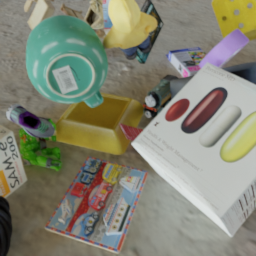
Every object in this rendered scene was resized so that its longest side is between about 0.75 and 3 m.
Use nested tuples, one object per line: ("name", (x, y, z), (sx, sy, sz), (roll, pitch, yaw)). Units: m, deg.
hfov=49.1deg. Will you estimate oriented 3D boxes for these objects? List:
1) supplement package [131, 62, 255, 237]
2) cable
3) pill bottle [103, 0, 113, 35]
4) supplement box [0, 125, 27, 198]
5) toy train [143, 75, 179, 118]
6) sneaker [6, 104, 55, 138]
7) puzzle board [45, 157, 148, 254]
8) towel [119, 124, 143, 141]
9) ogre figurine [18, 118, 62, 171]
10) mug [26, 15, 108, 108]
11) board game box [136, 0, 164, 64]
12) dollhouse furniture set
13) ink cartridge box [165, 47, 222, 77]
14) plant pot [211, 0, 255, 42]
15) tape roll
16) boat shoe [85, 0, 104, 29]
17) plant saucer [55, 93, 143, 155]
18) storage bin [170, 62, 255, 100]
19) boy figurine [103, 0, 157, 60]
("supplement package", (2.169, 0.472, 6.723), (2.780, 2.044, 2.658), (-47, 53, -6))
("cable", (-3.657, 2.523, 6.042), (2.143, 0.667, 2.627), (25, 49, 28))
("pill bottle", (-0.411, -3.634, 9.452), (0.846, 1.555, 0.846), (-1, 20, 0))
("supplement box", (-4.293, 0.539, 7.621), (2.916, 1.838, 1.072), (23, 43, 24))
("toy train", (1.216, -1.139, 10.212), (0.832, 1.113, 1.952), (24, 45, 28))
("sneaker", (-2.019, -0.022, 6.160), (0.589, 1.346, 0.501), (26, 83, 34))
("puzzle board", (-0.708, 1.814, 7.355), (1.906, 0.220, 2.529), (12, 41, 14))
("towel", (0.227, 0.188, 8.952), (0.999, 0.112, 0.722), (16, 32, -40))
("ogre figurine", (-2.686, 0.510, 8.448), (1.102, 0.902, 1.838), (-7, 74, -22))
("mug", (-1.354, -1.566, 7.199), (2.440, 2.005, 1.509), (18, 29, -29))
("board game box", (0.564, -3.172, 9.315), (0.240, 1.155, 1.707), (16, 74, 36))
("dollhouse furniture set", (-2.175, -3.589, 9.554), (2.156, 1.053, 1.839), (0, 51, -49))
("ink cartridge box", (2.973, -3.095, 13.058), (1.632, 0.574, 2.736), (-10, 39, -13))
("plant pot", (3.696, -3.662, 8.631), (1.689, 1.915, 1.915), (-29, 10, -38))
("tape roll", (2.572, -2.011, 7.578), (0.442, 1.347, 1.347), (49, 54, 7))
("boat shoe", (-1.034, -4.727, 10.934), (0.851, 2.619, 0.945), (-28, 89, -31))
("plant saucer", (-1.026, -0.432, 9.733), (2.703, 0.655, 2.704), (11, 41, 14))
("storage bin", (2.926, -1.106, 9.717), (2.832, 2.061, 1.902), (-17, 18, -27))
("boy figurine", (-0.012, -2.529, 7.353), (1.589, 2.555, 0.823), (-24, 82, 9))
